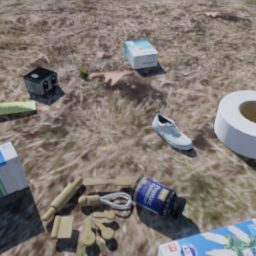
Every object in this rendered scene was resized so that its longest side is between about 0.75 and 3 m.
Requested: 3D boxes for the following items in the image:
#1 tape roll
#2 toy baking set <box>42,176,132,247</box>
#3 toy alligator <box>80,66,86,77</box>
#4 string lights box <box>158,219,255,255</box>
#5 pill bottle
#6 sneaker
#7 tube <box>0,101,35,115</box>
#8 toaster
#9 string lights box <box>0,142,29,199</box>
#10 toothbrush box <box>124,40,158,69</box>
[{"bbox_3d":[4.951,-0.195,10.784,3.034,1.061,3.034,0,40,0],"label":"tape roll"},{"bbox_3d":[-1.108,2.332,8.428,2.140,0.324,2.789,19,44,17],"label":"toy baking set"},{"bbox_3d":[-2.379,-2.989,14.620,0.247,0.340,1.026,16,37,-13],"label":"toy alligator"},{"bbox_3d":[2.342,3.331,6.749,2.938,0.866,1.510,-10,41,-12],"label":"string lights box"},{"bbox_3d":[0.901,2.084,8.261,1.505,0.842,0.842,21,45,23],"label":"pill bottle"},{"bbox_3d":[1.638,0.127,10.695,0.709,0.687,1.942,-30,48,-30],"label":"sneaker"},{"bbox_3d":[-4.988,-0.881,12.107,1.865,0.484,0.541,-7,79,-16],"label":"tube"},{"bbox_3d":[-4.243,-2.290,13.471,1.358,0.806,1.228,20,44,22],"label":"toaster"},{"bbox_3d":[-4.576,1.666,8.288,2.798,1.438,0.825,-23,45,-25],"label":"string lights box"},{"bbox_3d":[0.689,-4.141,15.666,1.382,0.805,1.888,-10,43,-11],"label":"toothbrush box"}]
